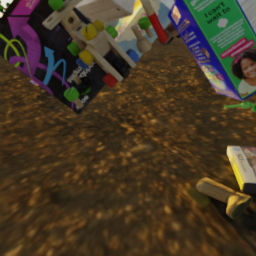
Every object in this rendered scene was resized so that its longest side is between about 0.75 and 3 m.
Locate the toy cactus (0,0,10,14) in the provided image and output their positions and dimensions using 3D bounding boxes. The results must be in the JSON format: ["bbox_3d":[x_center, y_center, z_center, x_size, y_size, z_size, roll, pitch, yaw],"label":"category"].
[{"bbox_3d":[-3.450,-3.233,8.002,0.990,0.506,0.817,18,-25,-21],"label":"toy cactus"}]

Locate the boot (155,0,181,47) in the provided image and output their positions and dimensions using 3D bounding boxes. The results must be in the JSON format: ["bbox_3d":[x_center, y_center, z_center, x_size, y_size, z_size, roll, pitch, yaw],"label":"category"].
[{"bbox_3d":[1.552,-3.708,9.150,1.996,1.459,0.701,-38,-16,28],"label":"boot"}]

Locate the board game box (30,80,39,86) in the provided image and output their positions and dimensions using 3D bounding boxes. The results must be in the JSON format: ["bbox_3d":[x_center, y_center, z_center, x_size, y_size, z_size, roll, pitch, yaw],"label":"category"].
[{"bbox_3d":[-4.165,-2.472,14.072,1.317,0.325,1.667,-13,25,-29],"label":"board game box"}]

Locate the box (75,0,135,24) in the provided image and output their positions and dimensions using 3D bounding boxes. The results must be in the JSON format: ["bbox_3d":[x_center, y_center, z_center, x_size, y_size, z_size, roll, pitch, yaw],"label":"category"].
[{"bbox_3d":[-0.631,-3.736,7.352,1.553,1.561,1.020,4,-6,42],"label":"box"}]

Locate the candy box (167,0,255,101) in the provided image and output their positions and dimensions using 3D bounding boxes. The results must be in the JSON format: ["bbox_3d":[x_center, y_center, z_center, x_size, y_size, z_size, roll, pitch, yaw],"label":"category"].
[{"bbox_3d":[1.874,-1.835,5.946,0.898,2.330,1.970,-35,9,9],"label":"candy box"}]

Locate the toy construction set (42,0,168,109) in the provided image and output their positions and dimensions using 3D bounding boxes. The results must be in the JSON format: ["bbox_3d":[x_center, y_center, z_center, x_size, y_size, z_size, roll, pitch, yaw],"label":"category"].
[{"bbox_3d":[-0.450,-1.507,4.305,1.755,1.349,1.464,-26,40,12],"label":"toy construction set"}]

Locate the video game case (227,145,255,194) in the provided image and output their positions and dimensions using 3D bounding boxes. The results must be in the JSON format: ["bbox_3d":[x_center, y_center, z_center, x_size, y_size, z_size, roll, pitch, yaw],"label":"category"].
[{"bbox_3d":[3.156,0.863,5.809,1.874,0.239,1.693,3,22,8],"label":"video game case"}]

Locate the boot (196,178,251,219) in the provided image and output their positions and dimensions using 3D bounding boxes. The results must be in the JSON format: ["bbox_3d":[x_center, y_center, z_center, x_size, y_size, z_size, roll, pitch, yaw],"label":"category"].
[{"bbox_3d":[1.586,1.210,4.910,0.886,0.293,0.776,21,17,40],"label":"boot"}]

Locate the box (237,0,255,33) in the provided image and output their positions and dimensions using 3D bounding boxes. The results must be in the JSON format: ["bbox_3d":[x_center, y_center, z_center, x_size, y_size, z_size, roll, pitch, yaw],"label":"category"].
[{"bbox_3d":[3.458,-3.899,9.480,2.001,1.308,1.990,-46,38,-21],"label":"box"}]

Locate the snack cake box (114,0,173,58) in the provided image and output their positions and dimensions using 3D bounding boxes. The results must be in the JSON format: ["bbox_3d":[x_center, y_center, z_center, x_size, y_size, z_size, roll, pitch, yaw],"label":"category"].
[{"bbox_3d":[0.197,-2.998,8.752,0.928,2.762,1.589,32,36,-20],"label":"snack cake box"}]

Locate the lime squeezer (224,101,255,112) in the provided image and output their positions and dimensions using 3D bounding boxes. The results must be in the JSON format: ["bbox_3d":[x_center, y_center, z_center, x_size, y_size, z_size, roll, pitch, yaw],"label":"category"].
[{"bbox_3d":[2.514,-0.374,5.802,0.942,0.333,0.178,17,41,7],"label":"lime squeezer"}]

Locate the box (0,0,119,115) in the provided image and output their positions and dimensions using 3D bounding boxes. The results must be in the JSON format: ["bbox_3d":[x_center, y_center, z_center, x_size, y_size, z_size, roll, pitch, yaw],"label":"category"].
[{"bbox_3d":[-1.313,-1.507,5.380,2.233,1.597,0.403,38,16,-20],"label":"box"}]

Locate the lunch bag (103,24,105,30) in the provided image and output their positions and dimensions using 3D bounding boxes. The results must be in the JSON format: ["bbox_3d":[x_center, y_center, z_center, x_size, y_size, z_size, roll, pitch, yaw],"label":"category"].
[{"bbox_3d":[-2.006,-3.510,9.030,2.352,1.973,1.639,22,71,34],"label":"lunch bag"}]
